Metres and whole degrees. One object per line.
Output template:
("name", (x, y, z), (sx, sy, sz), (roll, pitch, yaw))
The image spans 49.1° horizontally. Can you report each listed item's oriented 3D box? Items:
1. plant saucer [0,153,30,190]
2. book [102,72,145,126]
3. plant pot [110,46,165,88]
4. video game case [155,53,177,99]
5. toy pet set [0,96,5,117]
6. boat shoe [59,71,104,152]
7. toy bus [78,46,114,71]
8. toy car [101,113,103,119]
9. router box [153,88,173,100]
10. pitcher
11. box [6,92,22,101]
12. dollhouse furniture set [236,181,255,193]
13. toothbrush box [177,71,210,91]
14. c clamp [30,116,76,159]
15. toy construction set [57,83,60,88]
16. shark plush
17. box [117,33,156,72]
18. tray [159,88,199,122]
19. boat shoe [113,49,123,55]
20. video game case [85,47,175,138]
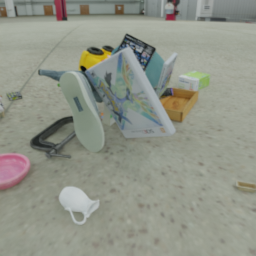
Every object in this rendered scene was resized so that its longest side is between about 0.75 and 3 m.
("plant saucer", (-3.524, 1.253, 7.878), (1.499, 0.380, 1.499), (-1, 27, 0))
("book", (-0.166, -1.344, 11.116), (0.570, 1.585, 2.373), (28, 47, 18))
("plant pot", (0.210, -2.980, 13.232), (2.823, 1.901, 2.823), (-24, 32, 16))
("video game case", (1.163, -1.602, 8.587), (0.138, 1.139, 1.252), (21, 34, 12))
("toy pet set", (-6.133, -0.779, 10.848), (2.526, 1.342, 2.359), (-16, 31, -27))
("boat shoe", (-1.321, -0.575, 9.154), (0.945, 2.708, 0.964), (-16, 10, 23))
("toy bus", (-1.048, -3.335, 15.738), (2.551, 1.803, 2.657), (32, 36, 26))
("toy car", (-1.109, -0.442, 11.541), (0.875, 0.429, 0.291), (6, 67, 49))
("router box", (1.022, -1.298, 11.237), (0.980, 0.326, 1.247), (-8, -4, -41))
("pitcher", (-1.245, 1.833, 6.641), (0.886, 0.537, 0.760), (22, 42, 18))
("box", (-5.583, -1.563, 13.719), (0.601, 0.166, 0.750), (-16, 31, -28))
("dollhouse furniture set", (3.290, 1.459, 7.154), (0.926, 0.657, 0.733), (8, 28, 15))
("toothbrush box", (3.556, -2.540, 15.117), (1.095, 0.647, 1.504), (23, 34, 37))
("c clamp", (-2.185, 0.273, 9.768), (2.216, 0.351, 2.594), (3, 32, 26))
("toy construction set", (-2.034, -1.546, 10.532), (0.843, 0.777, 1.011), (-33, 80, -24))
("shark plush", (-1.673, -1.892, 9.701), (2.778, 1.157, 1.262), (14, 61, -30))
("box", (0.184, -2.553, 10.039), (1.233, 1.224, 0.306), (28, 6, 4))
("tray", (2.130, -1.086, 12.417), (1.349, 0.506, 2.735), (12, 28, 23))
("boat shoe", (0.164, -1.434, 9.801), (1.119, 2.960, 0.893), (-13, 52, 2))
("video game case", (-0.031, -0.869, 8.593), (0.298, 2.713, 2.473), (-39, 17, -28))
